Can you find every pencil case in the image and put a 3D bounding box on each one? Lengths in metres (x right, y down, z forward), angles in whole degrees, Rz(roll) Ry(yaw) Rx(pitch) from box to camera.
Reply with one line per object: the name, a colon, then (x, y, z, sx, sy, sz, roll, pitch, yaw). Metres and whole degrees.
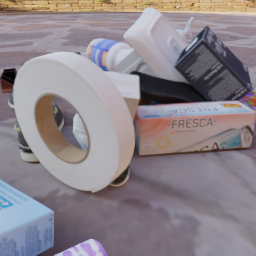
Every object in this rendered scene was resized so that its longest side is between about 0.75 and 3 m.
pencil case: (-0.889, 1.775, 2.984, 1.548, 0.662, 0.650, -14, -11, -26)

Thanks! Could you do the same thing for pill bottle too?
pill bottle: (-0.561, -2.782, 11.199, 1.311, 1.311, 2.340, -19, 31, -33)

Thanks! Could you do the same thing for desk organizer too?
desk organizer: (-4.228, -1.711, 9.983, 0.468, 0.502, 1.304, -7, 28, -14)

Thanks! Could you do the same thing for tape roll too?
tape roll: (-0.950, -0.039, 4.539, 2.319, 2.319, 0.424, 17, 32, 30)

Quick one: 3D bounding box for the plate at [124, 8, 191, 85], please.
plate: (1.319, -2.198, 8.368, 0.466, 2.884, 2.878, -32, 21, 34)

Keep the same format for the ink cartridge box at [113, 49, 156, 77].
ink cartridge box: (0.744, -2.051, 8.964, 1.511, 1.504, 2.079, -35, 13, 27)

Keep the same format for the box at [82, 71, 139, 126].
box: (-0.357, -0.519, 5.490, 0.995, 1.000, 0.653, 6, 51, -8)

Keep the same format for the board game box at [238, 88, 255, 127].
board game box: (3.399, -0.636, 7.924, 1.306, 0.435, 1.943, 6, 27, 13)

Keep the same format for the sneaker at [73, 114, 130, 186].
sneaker: (-0.529, 0.414, 5.671, 0.724, 0.730, 2.016, -25, 48, -14)

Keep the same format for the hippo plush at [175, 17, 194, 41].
hippo plush: (1.989, -3.101, 11.980, 2.390, 1.903, 1.921, -18, 59, -5)

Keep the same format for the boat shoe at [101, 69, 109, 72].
boat shoe: (-0.959, -2.001, 10.285, 0.325, 0.265, 0.771, 22, -7, -20)

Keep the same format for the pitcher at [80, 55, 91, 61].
pitcher: (-1.612, -1.779, 9.831, 0.762, 1.078, 1.257, 11, 47, -25)

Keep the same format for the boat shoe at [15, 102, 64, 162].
boat shoe: (-2.088, -0.261, 6.706, 0.977, 0.826, 2.742, -9, 28, -9)

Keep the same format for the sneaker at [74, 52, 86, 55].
sneaker: (-1.794, -3.070, 12.608, 2.107, 0.757, 0.764, -12, 0, -14)

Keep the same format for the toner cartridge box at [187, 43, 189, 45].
toner cartridge box: (3.183, -3.407, 13.191, 1.407, 0.639, 2.961, -10, 28, -19)

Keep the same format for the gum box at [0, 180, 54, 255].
gum box: (-2.563, 1.252, 3.230, 2.166, 0.568, 2.549, 14, 16, 36)

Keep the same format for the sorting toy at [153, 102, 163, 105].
sorting toy: (0.443, -0.652, 7.619, 1.031, 0.705, 1.716, 3, 27, 2)

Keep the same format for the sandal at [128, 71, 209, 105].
sandal: (1.107, -0.707, 6.971, 2.811, 0.634, 1.056, 11, 39, -28)

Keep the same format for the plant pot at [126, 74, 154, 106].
plant pot: (-0.058, -0.723, 6.967, 1.202, 1.043, 1.202, -15, 44, 15)

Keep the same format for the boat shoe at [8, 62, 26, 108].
boat shoe: (-3.303, -1.414, 8.966, 1.014, 0.875, 2.790, -5, 27, -12)

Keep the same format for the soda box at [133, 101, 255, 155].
soda box: (1.397, -0.024, 6.194, 2.541, 0.869, 0.808, -4, 24, -6)

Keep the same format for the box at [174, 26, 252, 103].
box: (2.299, -1.620, 7.547, 1.747, 0.999, 1.919, 43, 33, -6)
